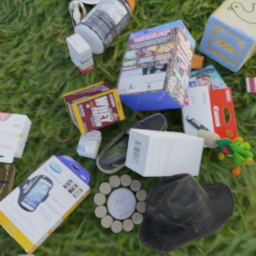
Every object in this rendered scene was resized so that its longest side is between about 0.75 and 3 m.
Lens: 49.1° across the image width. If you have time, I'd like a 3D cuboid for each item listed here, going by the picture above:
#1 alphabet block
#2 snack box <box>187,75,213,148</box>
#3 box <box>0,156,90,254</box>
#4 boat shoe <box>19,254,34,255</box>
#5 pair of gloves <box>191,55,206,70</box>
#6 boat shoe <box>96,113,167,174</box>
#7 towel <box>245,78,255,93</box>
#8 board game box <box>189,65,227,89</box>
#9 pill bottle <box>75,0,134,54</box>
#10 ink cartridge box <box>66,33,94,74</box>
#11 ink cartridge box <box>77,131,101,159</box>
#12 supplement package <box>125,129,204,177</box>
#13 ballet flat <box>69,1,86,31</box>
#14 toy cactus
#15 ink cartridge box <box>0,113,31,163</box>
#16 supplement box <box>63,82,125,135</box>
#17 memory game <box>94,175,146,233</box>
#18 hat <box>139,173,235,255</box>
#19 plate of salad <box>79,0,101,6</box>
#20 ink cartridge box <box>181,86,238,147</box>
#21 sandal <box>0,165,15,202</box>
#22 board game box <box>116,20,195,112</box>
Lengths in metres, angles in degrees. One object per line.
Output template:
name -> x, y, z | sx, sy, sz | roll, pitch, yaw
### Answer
alphabet block -> 4.223, -3.741, 10.888 | 1.910, 1.921, 1.956 | 38, 71, 14
snack box -> 2.769, -0.614, 10.064 | 0.919, 0.311, 2.558 | -12, 76, 5
box -> -2.550, 2.198, 8.786 | 1.690, 0.589, 2.840 | 38, 60, 15
boat shoe -> -2.442, 4.529, 7.788 | 0.816, 0.704, 2.238 | -34, 70, -14
pair of gloves -> 1.591, -2.180, 11.028 | 2.596, 0.360, 2.914 | 15, 66, 7
boat shoe -> 0.237, 0.437, 9.424 | 2.981, 0.980, 1.065 | -36, 79, -17
towel -> 5.075, -1.653, 10.938 | 0.921, 0.105, 0.664 | 2, 68, 3
board game box -> 3.088, -1.635, 10.795 | 1.080, 0.336, 1.431 | -21, 67, -9
pill bottle -> -0.835, -4.423, 11.474 | 1.430, 1.430, 2.692 | 31, 68, 13
ink cartridge box -> -1.840, -2.856, 10.837 | 0.529, 1.263, 0.912 | -35, 70, -15
ink cartridge box -> -1.322, 0.490, 9.685 | 0.608, 0.592, 0.946 | 11, 67, 5
supplement package -> 1.113, 0.757, 8.611 | 2.033, 1.192, 1.188 | 5, 96, -29
ballet flat -> -2.181, -4.939, 12.068 | 0.724, 0.745, 2.093 | -12, 66, -2
toy cactus -> 2.983, 0.652, 8.842 | 1.765, 2.139, 1.094 | 26, 98, 17
ink cartridge box -> -4.162, 0.414, 9.723 | 1.021, 0.592, 1.753 | 7, 64, 3
supplement box -> -1.182, -0.713, 9.408 | 1.529, 1.029, 1.550 | -22, 25, -16
memory game -> -0.205, 2.343, 8.716 | 1.773, 0.113, 1.773 | 4, 80, -22
hat -> 1.339, 2.010, 7.825 | 2.916, 2.916, 1.176 | -32, 101, -14
plate of salad -> -1.705, -6.126, 12.753 | 1.738, 0.418, 1.738 | 4, 58, -6
ink cartridge box -> 2.773, -0.405, 9.606 | 1.796, 0.451, 2.069 | -5, 78, 6
sandal -> -4.096, 1.978, 9.140 | 0.659, 0.443, 1.640 | 7, 51, 0
board game box -> 0.952, -2.052, 9.728 | 2.086, 1.267, 2.617 | -1, 68, 38
